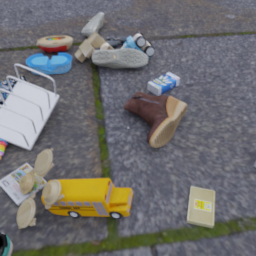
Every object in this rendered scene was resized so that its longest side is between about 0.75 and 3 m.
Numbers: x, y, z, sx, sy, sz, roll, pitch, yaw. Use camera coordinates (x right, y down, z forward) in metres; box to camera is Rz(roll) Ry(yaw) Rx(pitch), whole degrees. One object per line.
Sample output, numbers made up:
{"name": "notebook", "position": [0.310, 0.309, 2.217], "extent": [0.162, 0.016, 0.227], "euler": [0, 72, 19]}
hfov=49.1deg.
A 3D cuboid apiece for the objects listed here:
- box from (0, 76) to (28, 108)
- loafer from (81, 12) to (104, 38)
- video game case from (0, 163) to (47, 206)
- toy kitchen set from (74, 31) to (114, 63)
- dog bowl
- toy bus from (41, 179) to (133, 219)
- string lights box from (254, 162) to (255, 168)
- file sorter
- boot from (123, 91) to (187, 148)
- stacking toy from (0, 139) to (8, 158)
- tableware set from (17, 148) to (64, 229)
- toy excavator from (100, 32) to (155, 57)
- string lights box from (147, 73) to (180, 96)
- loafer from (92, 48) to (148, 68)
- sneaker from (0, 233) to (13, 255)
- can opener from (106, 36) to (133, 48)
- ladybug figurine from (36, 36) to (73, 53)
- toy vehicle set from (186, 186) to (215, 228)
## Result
{"name": "box", "position": [-5.176, -1.482, 12.158], "extent": [1.846, 0.534, 2.323], "euler": [-19, 35, -19]}
{"name": "loafer", "position": [-2.138, -6.478, 17.400], "extent": [0.902, 0.904, 2.585], "euler": [15, 46, 4]}
{"name": "video game case", "position": [-3.518, 1.848, 9.350], "extent": [1.230, 0.141, 1.119], "euler": [32, 53, 30]}
{"name": "toy kitchen set", "position": [-1.668, -3.869, 14.868], "extent": [1.655, 1.493, 1.350], "euler": [-45, 40, 11]}
{"name": "dog bowl", "position": [-3.995, -3.254, 14.311], "extent": [2.273, 0.563, 1.267], "euler": [-3, 44, -4]}
{"name": "toy bus", "position": [-1.176, 2.062, 8.307], "extent": [2.531, 0.991, 0.824], "euler": [-5, 41, 19]}
{"name": "string lights box", "position": [5.735, 0.996, 9.821], "extent": [2.337, 0.689, 1.201], "euler": [-25, 49, -23]}
{"name": "file sorter", "position": [-3.910, -0.814, 10.295], "extent": [1.749, 1.570, 2.521], "euler": [22, 65, -2]}
{"name": "boot", "position": [0.799, -0.428, 11.270], "extent": [2.366, 1.029, 2.844], "euler": [17, 44, 28]}
{"name": "stacking toy", "position": [-4.701, 0.866, 10.201], "extent": [0.494, 0.467, 0.850], "euler": [-19, 55, 6]}
{"name": "tableware set", "position": [-2.742, 1.791, 8.425], "extent": [1.851, 0.257, 2.216], "euler": [-40, 46, 19]}
{"name": "toy excavator", "position": [-0.038, -4.075, 14.735], "extent": [2.237, 2.175, 1.117], "euler": [-41, 30, 18]}
{"name": "string lights box", "position": [1.671, -2.068, 13.178], "extent": [1.419, 0.418, 0.729], "euler": [-30, 50, -28]}
{"name": "loafer", "position": [-0.423, -3.519, 14.238], "extent": [2.823, 0.987, 0.985], "euler": [4, 5, -2]}
{"name": "sneaker", "position": [-3.507, 3.620, 7.039], "extent": [0.709, 0.794, 1.987], "euler": [-2, 44, -2]}
{"name": "can opener", "position": [-0.277, -4.864, 16.129], "extent": [2.089, 0.557, 0.698], "euler": [6, 77, 5]}
{"name": "ladybug figurine", "position": [-4.045, -4.623, 15.533], "extent": [1.969, 0.708, 1.336], "euler": [-9, 34, -14]}
{"name": "toy vehicle set", "position": [2.277, 2.439, 8.713], "extent": [0.771, 0.164, 1.241], "euler": [10, 45, 10]}
